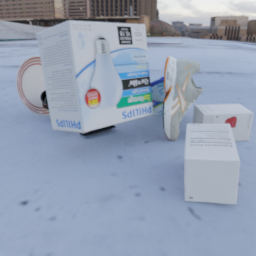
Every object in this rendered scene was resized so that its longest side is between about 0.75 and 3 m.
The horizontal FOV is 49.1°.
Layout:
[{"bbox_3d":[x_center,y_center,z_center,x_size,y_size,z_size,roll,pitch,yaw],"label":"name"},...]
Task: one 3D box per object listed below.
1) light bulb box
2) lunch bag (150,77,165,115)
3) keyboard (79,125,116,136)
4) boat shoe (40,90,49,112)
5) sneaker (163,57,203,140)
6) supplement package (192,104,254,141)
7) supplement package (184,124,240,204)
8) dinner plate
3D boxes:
[{"bbox_3d":[-0.891,-1.537,8.475,2.828,2.853,1.780,-17,15,-41],"label":"light bulb box"},{"bbox_3d":[1.452,-1.229,10.704,1.979,1.015,2.462,-20,-8,33],"label":"lunch bag"},{"bbox_3d":[-1.155,0.053,10.024,1.279,0.132,0.813,-15,22,-33],"label":"keyboard"},{"bbox_3d":[-2.087,-0.949,10.964,2.701,0.988,0.846,7,-20,4],"label":"boat shoe"},{"bbox_3d":[1.731,-0.856,8.897,1.245,2.706,1.024,2,21,7],"label":"sneaker"},{"bbox_3d":[3.151,-0.182,9.497,1.682,1.020,1.008,-2,22,-6],"label":"supplement package"},{"bbox_3d":[1.963,0.780,6.801,1.142,1.157,1.908,1,25,13],"label":"supplement package"},{"bbox_3d":[-3.549,-1.699,11.395,0.290,2.389,2.389,-1,18,34],"label":"dinner plate"}]
